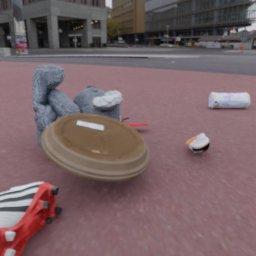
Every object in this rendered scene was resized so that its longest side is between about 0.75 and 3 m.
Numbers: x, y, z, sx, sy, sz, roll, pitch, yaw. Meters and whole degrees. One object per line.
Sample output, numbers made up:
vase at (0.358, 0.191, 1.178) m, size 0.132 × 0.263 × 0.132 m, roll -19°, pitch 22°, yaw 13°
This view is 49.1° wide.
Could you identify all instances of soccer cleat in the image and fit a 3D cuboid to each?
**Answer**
soccer cleat at (-1.991, 1.542, 4.125) m, size 1.133 × 0.913 × 2.659 m, roll -1°, pitch 14°, yaw 14°

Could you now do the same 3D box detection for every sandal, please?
sandal at (1.919, 0.495, 7.500) m, size 0.567 × 0.424 × 1.480 m, roll -30°, pitch 1°, yaw 9°

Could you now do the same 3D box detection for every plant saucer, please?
plant saucer at (-0.642, 0.286, 6.082) m, size 2.412 × 0.355 × 2.412 m, roll 13°, pitch 26°, yaw -6°

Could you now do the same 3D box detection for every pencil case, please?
pencil case at (4.475, -1.214, 12.465) m, size 1.733 × 0.721 × 0.786 m, roll 0°, pitch 1°, yaw -4°

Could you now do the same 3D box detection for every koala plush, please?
koala plush at (-1.309, -0.412, 7.882) m, size 2.376 × 2.183 × 2.107 m, roll -3°, pitch -26°, yaw -7°

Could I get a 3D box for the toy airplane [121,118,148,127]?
toy airplane at (-0.227, 0.007, 9.272) m, size 1.791 × 0.329 × 1.791 m, roll -7°, pitch 23°, yaw 3°
